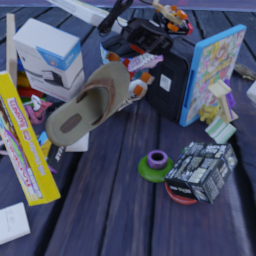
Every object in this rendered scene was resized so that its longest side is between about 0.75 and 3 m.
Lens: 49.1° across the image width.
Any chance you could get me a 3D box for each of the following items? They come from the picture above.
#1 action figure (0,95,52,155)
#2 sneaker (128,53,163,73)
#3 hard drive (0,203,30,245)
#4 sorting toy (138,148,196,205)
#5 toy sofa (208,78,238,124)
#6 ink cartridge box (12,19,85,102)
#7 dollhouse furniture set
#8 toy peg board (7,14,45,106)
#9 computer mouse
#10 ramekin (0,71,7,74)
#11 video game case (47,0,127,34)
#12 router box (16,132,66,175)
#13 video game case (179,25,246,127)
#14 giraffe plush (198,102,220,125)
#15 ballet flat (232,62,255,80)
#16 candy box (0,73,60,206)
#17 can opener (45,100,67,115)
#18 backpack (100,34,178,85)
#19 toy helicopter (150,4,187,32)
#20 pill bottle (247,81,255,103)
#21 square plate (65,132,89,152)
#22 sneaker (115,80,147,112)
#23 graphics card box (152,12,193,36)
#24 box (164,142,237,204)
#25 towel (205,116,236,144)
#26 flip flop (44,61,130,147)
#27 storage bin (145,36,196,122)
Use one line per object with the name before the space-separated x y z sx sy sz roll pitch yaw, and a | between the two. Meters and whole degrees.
action figure | -2.607 -0.202 6.599 1.886 1.405 1.264 -13 -13 26
sneaker | 0.505 -1.786 7.663 1.068 0.472 0.430 -29 48 16
hard drive | -2.821 2.156 6.033 1.219 0.163 0.804 -16 40 -21
sorting toy | 1.137 0.994 7.037 1.173 0.801 1.951 -27 44 -31
toy sofa | 2.685 -0.736 7.652 0.603 1.237 0.512 -31 44 6
ink cartridge box | -1.919 -1.598 7.139 1.353 1.865 0.781 23 63 8
dollhouse furniture set | 0.058 -1.842 8.285 1.549 1.532 0.798 32 15 4
toy peg board | -3.345 -1.958 9.230 1.189 2.421 2.431 -1 50 -25
computer mouse | 0.344 -2.155 5.690 1.736 1.219 0.400 11 57 -28
ramekin | -4.774 -1.893 11.125 1.043 0.486 1.043 -1 37 1
video game case | -0.686 -2.891 7.329 2.444 0.270 2.225 -3 33 -49
router box | -2.180 0.645 7.389 1.069 0.366 1.434 -16 38 22
video game case | 2.535 -1.508 8.576 2.025 2.830 0.252 -29 52 -29
giraffe plush | 2.508 -0.457 8.827 0.660 0.814 0.703 -1 69 -22
ballet flat | 4.467 -2.569 12.045 2.429 0.563 0.818 42 15 36
candy box | -2.166 0.322 5.606 0.334 1.294 2.532 -22 87 -34
can opener | -2.193 -0.781 9.438 1.375 0.436 0.541 -15 74 23
backpack | 0.315 -2.601 10.903 2.539 1.866 2.324 -18 41 -22
toy helicopter | 1.066 -3.564 8.405 1.416 0.559 0.937 25 38 -17
pill bottle | 4.458 -1.410 8.650 1.454 0.831 0.831 -53 49 5
square plate | -1.889 0.217 8.571 1.358 0.193 1.345 0 36 -3
sneaker | -0.180 -0.960 9.142 1.616 0.645 1.052 -19 15 31
graphics card box | 1.419 -3.328 8.970 1.167 0.297 0.732 -5 63 -23
box | 1.202 0.698 4.627 0.782 0.411 0.955 0 38 49
towel | 2.702 0.074 8.277 0.101 0.656 0.860 31 16 -30
flip flop | -0.873 -0.682 7.200 2.976 1.207 0.857 -46 13 -31
storage bin | 1.544 -1.559 9.076 1.089 2.324 1.571 -26 50 -29
